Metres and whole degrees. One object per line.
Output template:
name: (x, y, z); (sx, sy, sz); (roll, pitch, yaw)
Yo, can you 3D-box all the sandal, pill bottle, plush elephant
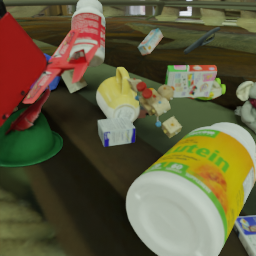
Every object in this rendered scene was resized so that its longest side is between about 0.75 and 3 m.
sandal: (3.017, -3.480, 11.333); (1.622, 0.347, 0.617); (-36, 9, 18)
pill bottle: (1.390, 0.922, 5.169); (1.591, 1.591, 2.865); (18, 31, 31)
plush elephant: (4.161, -0.784, 8.800); (1.465, 1.377, 1.779); (-11, 29, -21)
pill bottle: (-1.367, -3.269, 9.620); (1.165, 2.075, 1.165); (1, -13, 0)

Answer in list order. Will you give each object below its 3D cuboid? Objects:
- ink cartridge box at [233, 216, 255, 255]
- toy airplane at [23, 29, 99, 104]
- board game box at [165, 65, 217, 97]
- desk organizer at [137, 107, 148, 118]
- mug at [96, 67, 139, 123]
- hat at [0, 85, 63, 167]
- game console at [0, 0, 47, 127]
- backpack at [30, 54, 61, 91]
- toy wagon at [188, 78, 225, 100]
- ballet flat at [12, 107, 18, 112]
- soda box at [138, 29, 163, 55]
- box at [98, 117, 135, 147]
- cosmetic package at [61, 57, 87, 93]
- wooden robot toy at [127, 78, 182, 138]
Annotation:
ink cartridge box: (2.402, 1.886, 4.821); (0.915, 0.215, 0.905); (-1, 25, -6)
toy airplane: (-1.376, -1.376, 6.066); (2.202, 0.405, 2.202); (-31, 37, 27)
board game box: (1.178, -0.886, 5.403); (0.893, 0.683, 0.180); (-1, 52, -2)
desk organizer: (0.677, -0.549, 9.524); (0.811, 0.312, 0.291); (-5, 27, -10)
mug: (-0.328, -0.862, 8.835); (1.332, 1.664, 1.366); (-28, 35, 4)
hat: (-2.724, -0.404, 7.172); (2.453, 2.160, 2.032); (3, 27, 6)
game console: (-3.222, -1.196, 5.231); (2.199, 1.514, 2.551); (26, 68, 7)
backpack: (-3.662, -2.360, 11.998); (1.484, 1.437, 1.768); (22, 20, -20)
toy wagon: (2.922, -1.582, 11.402); (1.905, 0.486, 2.456); (0, 27, 2)
ballet flat: (-4.565, -0.763, 9.948); (1.354, 0.314, 0.456); (7, 27, 13)
soda box: (0.714, -2.728, 8.878); (0.303, 0.326, 0.954); (1, 46, 47)
box: (-0.339, 0.095, 8.052); (0.917, 0.481, 0.844); (-8, 27, -14)
cosmetic package: (-2.352, -2.208, 11.636); (0.477, 1.342, 0.706); (-20, 14, 34)
wooden robot toy: (0.560, -0.539, 4.827); (0.643, 0.624, 1.417); (-31, 54, -8)
